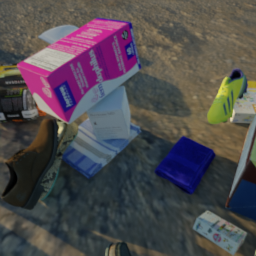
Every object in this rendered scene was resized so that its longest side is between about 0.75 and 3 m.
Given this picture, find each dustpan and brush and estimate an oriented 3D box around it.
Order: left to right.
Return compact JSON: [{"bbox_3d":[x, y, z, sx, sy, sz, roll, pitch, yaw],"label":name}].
[{"bbox_3d":[-2.239,-3.865,11.834,1.781,0.730,2.551,32,60,17],"label":"dustpan and brush"}]

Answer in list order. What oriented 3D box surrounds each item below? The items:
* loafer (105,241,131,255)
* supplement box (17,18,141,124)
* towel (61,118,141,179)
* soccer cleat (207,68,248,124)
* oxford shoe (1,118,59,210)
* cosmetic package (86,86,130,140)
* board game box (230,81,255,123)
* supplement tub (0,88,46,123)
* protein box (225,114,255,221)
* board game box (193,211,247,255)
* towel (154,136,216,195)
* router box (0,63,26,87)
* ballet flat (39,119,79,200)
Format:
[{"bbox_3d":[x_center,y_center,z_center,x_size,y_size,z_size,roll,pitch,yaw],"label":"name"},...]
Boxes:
[{"bbox_3d":[0.201,3.090,4.811,0.739,0.844,2.350,-31,50,19],"label":"loafer"},{"bbox_3d":[-1.131,-1.568,7.209,1.417,1.387,2.742,25,55,39],"label":"supplement box"},{"bbox_3d":[-0.895,0.320,8.010,1.622,0.263,2.208,29,53,26],"label":"towel"},{"bbox_3d":[2.697,-0.899,7.788,0.678,0.878,2.098,3,40,46],"label":"soccer cleat"},{"bbox_3d":[-2.135,0.690,6.123,0.757,0.879,2.083,-1,67,52],"label":"oxford shoe"},{"bbox_3d":[-0.496,-0.397,7.752,0.964,1.152,0.958,-5,47,9],"label":"cosmetic package"},{"bbox_3d":[4.433,-0.831,8.986,2.449,0.419,1.646,2,46,2],"label":"board game box"},{"bbox_3d":[-3.367,-0.689,8.463,1.628,0.998,0.998,-5,46,-4],"label":"supplement tub"},{"bbox_3d":[4.166,0.788,6.371,2.854,1.940,2.875,20,50,18],"label":"protein box"},{"bbox_3d":[1.931,2.176,5.902,0.915,0.294,0.675,25,17,34],"label":"board game box"},{"bbox_3d":[1.532,0.897,7.347,1.109,0.372,1.502,30,53,21],"label":"towel"},{"bbox_3d":[-4.019,-1.938,10.115,1.237,0.323,0.973,-5,46,-5],"label":"router box"},{"bbox_3d":[-2.044,0.598,7.169,0.818,0.908,2.410,-3,47,28],"label":"ballet flat"}]
